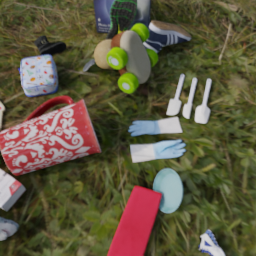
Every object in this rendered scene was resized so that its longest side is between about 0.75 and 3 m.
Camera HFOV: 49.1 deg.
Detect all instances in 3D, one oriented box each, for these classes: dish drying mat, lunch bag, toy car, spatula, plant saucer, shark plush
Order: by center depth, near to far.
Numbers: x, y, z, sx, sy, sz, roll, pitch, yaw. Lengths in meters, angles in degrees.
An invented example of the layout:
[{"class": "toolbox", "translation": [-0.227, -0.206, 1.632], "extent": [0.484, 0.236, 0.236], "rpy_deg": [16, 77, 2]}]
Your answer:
[{"class": "dish drying mat", "translation": [0.203, 3.109, 8.637], "extent": [1.012, 0.240, 2.635], "rpy_deg": [15, 59, 15]}, {"class": "shark plush", "translation": [-4.755, 2.905, 8.700], "extent": [2.749, 1.249, 1.145], "rpy_deg": [9, 34, 30]}, {"class": "plant saucer", "translation": [1.310, 1.986, 8.875], "extent": [0.247, 1.374, 1.374], "rpy_deg": [9, 51, -33]}, {"class": "spatula", "translation": [2.631, -1.257, 11.567], "extent": [1.628, 0.188, 2.342], "rpy_deg": [12, 57, 14]}, {"class": "lunch bag", "translation": [-3.812, -2.238, 11.872], "extent": [1.523, 0.718, 1.901], "rpy_deg": [-12, 58, -5]}, {"class": "toy car", "translation": [-0.587, -2.876, 11.929], "extent": [2.821, 2.226, 2.318], "rpy_deg": [4, 45, 37]}]

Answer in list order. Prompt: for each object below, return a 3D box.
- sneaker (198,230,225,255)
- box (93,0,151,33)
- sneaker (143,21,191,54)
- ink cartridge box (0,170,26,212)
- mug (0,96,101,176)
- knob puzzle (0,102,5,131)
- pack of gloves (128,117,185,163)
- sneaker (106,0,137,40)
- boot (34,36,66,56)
[{"class": "sneaker", "translation": [2.394, 3.596, 8.260], "extent": [0.577, 0.404, 1.000], "rpy_deg": [-21, 52, -9]}, {"class": "box", "translation": [-0.229, -5.879, 13.113], "extent": [2.612, 2.591, 1.609], "rpy_deg": [5, 57, 4]}, {"class": "sneaker", "translation": [1.735, -4.052, 13.052], "extent": [2.582, 1.401, 0.905], "rpy_deg": [-4, 48, -40]}, {"class": "ink cartridge box", "translation": [-4.191, 1.982, 9.202], "extent": [1.252, 0.519, 0.919], "rpy_deg": [28, 61, 17]}, {"class": "mug", "translation": [-2.666, 0.287, 9.776], "extent": [2.902, 1.936, 2.576], "rpy_deg": [-20, 26, -7]}, {"class": "knob puzzle", "translation": [-5.957, -0.650, 11.053], "extent": [2.282, 0.316, 2.282], "rpy_deg": [0, 57, 0]}, {"class": "pack of gloves", "translation": [1.061, 0.322, 10.369], "extent": [2.057, 0.406, 1.728], "rpy_deg": [-6, 58, -5]}, {"class": "sneaker", "translation": [-0.307, -4.782, 12.309], "extent": [1.049, 2.690, 1.146], "rpy_deg": [22, 49, -7]}, {"class": "boot", "translation": [-3.650, -3.920, 13.082], "extent": [1.326, 0.499, 0.991], "rpy_deg": [-21, 59, -13]}]
